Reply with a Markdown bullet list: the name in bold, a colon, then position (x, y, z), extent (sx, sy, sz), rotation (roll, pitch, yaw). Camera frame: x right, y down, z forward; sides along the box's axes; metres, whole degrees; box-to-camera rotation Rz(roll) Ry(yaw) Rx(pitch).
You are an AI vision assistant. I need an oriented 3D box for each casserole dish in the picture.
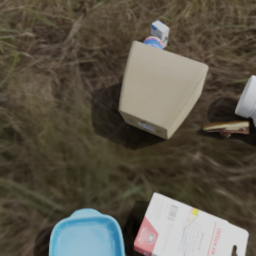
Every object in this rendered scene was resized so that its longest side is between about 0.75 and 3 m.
- **casserole dish**: position (-0.837, 3.026, 5.771), extent (1.554, 0.498, 2.565), rotation (0, 66, -19)

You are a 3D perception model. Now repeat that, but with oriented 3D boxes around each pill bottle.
- **pill bottle**: position (4.452, -0.422, 7.573), extent (2.705, 1.521, 1.521), rotation (23, 61, 13)
- **pill bottle**: position (0.751, -2.360, 9.259), extent (0.676, 0.676, 1.205), rotation (8, 59, 5)

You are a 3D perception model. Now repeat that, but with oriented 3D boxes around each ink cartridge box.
- **ink cartridge box**: position (1.077, -3.215, 9.724), extent (0.322, 0.768, 0.557), rotation (-36, 65, -21)
- **ink cartridge box**: position (1.367, 2.515, 6.240), extent (2.193, 0.740, 1.277), rotation (20, 60, 13)

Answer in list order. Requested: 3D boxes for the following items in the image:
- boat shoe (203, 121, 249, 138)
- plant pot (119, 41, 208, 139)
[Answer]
- **boat shoe**: position (2.742, 0.077, 7.856), extent (1.236, 0.446, 0.445), rotation (-6, 100, 11)
- **plant pot**: position (0.779, -0.829, 7.631), extent (1.998, 1.996, 1.769), rotation (23, 81, 13)
